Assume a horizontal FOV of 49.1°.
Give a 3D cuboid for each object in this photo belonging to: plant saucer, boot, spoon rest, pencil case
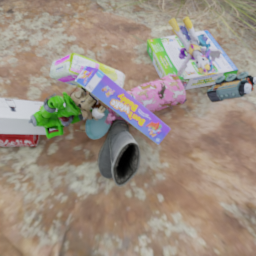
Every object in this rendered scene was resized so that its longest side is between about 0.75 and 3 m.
[{"bbox_3d":[-0.831,-0.112,8.110,0.965,0.173,0.965,-15,64,34],"label":"plant saucer"},{"bbox_3d":[-0.258,0.902,7.357,0.815,2.043,2.247,5,19,-16],"label":"boot"},{"bbox_3d":[-1.761,-0.691,9.406,1.972,0.598,0.980,-11,20,38],"label":"spoon rest"},{"bbox_3d":[0.595,-0.909,9.809,2.826,1.223,1.170,-21,12,-14],"label":"pencil case"}]

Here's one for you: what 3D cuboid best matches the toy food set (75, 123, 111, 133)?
[{"bbox_3d":[-0.993,-0.026,9.008,1.473,0.936,0.232,-7,78,42],"label":"toy food set"}]

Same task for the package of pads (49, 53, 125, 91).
[{"bbox_3d":[-1.392,-1.810,9.722,2.152,1.663,0.734,15,83,-35],"label":"package of pads"}]

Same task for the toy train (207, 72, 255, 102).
[{"bbox_3d":[2.951,-1.140,8.059,1.395,0.594,0.795,-2,43,52],"label":"toy train"}]

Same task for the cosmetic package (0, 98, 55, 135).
[{"bbox_3d":[-3.449,-0.362,8.538,2.579,0.653,1.064,2,39,-40],"label":"cosmetic package"}]

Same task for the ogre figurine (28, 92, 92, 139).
[{"bbox_3d":[-1.911,-0.365,7.933,1.278,1.046,2.131,-26,8,12],"label":"ogre figurine"}]

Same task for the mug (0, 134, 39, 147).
[{"bbox_3d":[-3.660,0.297,9.105,1.296,0.865,1.151,3,24,-3],"label":"mug"}]

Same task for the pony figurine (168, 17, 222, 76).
[{"bbox_3d":[2.204,-2.659,9.583,1.740,2.017,2.089,-28,89,16],"label":"pony figurine"}]

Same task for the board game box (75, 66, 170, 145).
[{"bbox_3d":[-0.210,-0.688,8.003,0.585,2.612,1.756,-52,22,1],"label":"board game box"}]

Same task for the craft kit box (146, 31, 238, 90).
[{"bbox_3d":[2.591,-2.912,11.918,2.930,0.720,2.967,-9,51,-11],"label":"craft kit box"}]

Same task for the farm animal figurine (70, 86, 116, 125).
[{"bbox_3d":[-1.036,-0.480,7.544,0.659,1.059,1.311,-47,34,-1],"label":"farm animal figurine"}]
